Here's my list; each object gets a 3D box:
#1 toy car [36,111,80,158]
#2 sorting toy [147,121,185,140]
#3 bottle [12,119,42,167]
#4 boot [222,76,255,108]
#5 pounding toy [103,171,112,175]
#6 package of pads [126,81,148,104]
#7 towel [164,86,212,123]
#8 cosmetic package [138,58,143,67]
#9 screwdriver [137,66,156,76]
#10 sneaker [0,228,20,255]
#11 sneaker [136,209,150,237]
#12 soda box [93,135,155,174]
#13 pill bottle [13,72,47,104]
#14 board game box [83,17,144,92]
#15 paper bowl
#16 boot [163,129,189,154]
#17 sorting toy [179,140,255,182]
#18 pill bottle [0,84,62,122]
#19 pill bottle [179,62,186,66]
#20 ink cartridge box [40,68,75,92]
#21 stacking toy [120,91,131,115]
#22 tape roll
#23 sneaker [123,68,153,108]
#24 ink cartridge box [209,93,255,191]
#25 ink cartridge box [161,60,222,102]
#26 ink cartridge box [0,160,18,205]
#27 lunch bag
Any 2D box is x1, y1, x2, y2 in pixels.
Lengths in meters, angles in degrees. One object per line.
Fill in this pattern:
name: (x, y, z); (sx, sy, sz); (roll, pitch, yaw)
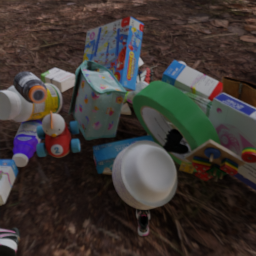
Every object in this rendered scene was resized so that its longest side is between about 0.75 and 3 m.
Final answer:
toy car: (-2.132, 0.110, 8.142); (1.247, 1.353, 1.197); (-7, 62, -4)
sorting toy: (1.759, 0.008, 10.555); (1.572, 0.840, 1.415); (18, 22, 23)
bottle: (-3.548, 0.490, 9.817); (0.846, 0.661, 2.026); (0, 37, -2)
boot: (2.919, -0.373, 8.707); (0.834, 2.436, 2.293); (-23, 31, -24)
pounding toy: (-0.028, 1.330, 8.109); (0.931, 1.011, 0.719); (-21, 23, 24)
package of pads: (0.914, -0.958, 10.563); (1.847, 1.427, 0.630); (30, 78, -9)
towel: (1.720, -0.516, 9.007); (2.122, 1.583, 0.326); (27, 53, 30)
cosmetic package: (-0.498, -2.516, 12.452); (2.157, 0.915, 1.161); (-35, 8, 22)
screwdriver: (0.700, -2.488, 12.382); (1.417, 0.198, 0.206); (-20, 86, -17)
sneaker: (-3.564, 2.787, 6.897); (1.881, 0.756, 0.812); (7, 22, 0)
sneaker: (0.427, 2.384, 7.523); (0.384, 0.412, 0.955); (-2, 36, -5)
soda box: (-0.101, 0.867, 9.305); (2.039, 0.654, 0.692); (-11, 43, -13)
pill bottle: (-2.867, -1.160, 8.304); (0.728, 0.728, 1.371); (-22, 35, -27)
board game box: (-0.689, -2.554, 10.390); (2.479, 2.428, 0.693); (2, -7, 45)
paper bowl: (0.548, 1.202, 7.441); (1.788, 0.930, 1.788); (14, 60, -26)
boot: (1.511, 0.399, 8.369); (0.920, 0.754, 0.340); (6, 37, -17)
sorting toy: (2.102, 0.933, 7.077); (1.084, 2.249, 0.380); (30, 55, -8)
pill bottle: (-3.579, -0.909, 10.046); (1.287, 1.287, 2.282); (19, 18, 23)
pill bottle: (2.592, -2.767, 14.041); (0.794, 0.794, 1.365); (6, 37, 8)
ink cartridge box: (-3.390, -2.339, 13.641); (1.372, 0.576, 0.998); (23, 43, 28)
stacking toy: (-0.790, -0.746, 11.332); (1.845, 0.861, 2.038); (-7, 46, -1)
tape roll: (1.365, -0.010, 8.450); (0.716, 2.979, 2.979); (-40, 49, -13)
sneaker: (0.395, -1.871, 12.569); (1.369, 0.990, 2.802); (6, 44, 7)
ink cartridge box: (3.344, 0.762, 7.734); (0.590, 2.726, 2.677); (-28, 45, -29)
ink cartridge box: (2.201, -1.048, 9.124); (2.289, 1.330, 0.770); (31, 62, 16)
ink cartridge box: (-4.045, 1.607, 8.414); (0.976, 0.572, 1.351); (0, 38, -1)
lunch bag: (-1.180, -0.987, 9.315); (1.352, 1.889, 2.218); (-6, 40, -31)
